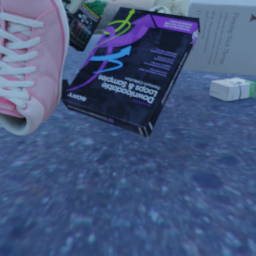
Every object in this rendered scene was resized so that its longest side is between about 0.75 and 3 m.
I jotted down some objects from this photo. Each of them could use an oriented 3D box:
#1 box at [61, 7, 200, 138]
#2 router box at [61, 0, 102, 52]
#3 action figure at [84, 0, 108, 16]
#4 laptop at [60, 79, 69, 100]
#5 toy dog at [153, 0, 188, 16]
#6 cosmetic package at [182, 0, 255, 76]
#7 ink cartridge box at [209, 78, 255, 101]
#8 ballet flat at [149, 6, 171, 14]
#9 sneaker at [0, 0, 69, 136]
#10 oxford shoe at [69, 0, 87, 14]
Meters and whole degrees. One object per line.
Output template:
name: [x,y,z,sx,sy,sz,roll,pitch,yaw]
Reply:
box: [0.085,-1.156,5.167,1.725,0.436,2.413,19,71,23]
router box: [-1.451,-2.680,6.894,1.357,1.017,0.421,31,-5,-37]
action figure: [-0.995,-3.381,8.016,1.198,0.707,0.327,3,35,47]
laptop: [-3.531,-1.525,12.298,1.789,1.043,2.019,-9,-2,-22]
toy dog: [2.015,-3.716,9.797,2.276,2.207,1.588,35,20,21]
cosmetic package: [2.639,-2.718,7.033,2.349,1.966,1.954,7,56,9]
ink cartridge box: [4.404,-1.639,11.853,1.520,0.639,1.109,-11,25,-24]
ballet flat: [0.752,-2.780,7.418,0.977,0.977,2.724,1,32,2]
sneaker: [-1.681,-1.002,4.492,1.008,2.679,1.401,16,41,6]
oxford shoe: [-0.798,-2.920,5.902,0.370,1.283,0.482,33,5,-38]
